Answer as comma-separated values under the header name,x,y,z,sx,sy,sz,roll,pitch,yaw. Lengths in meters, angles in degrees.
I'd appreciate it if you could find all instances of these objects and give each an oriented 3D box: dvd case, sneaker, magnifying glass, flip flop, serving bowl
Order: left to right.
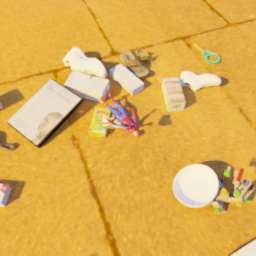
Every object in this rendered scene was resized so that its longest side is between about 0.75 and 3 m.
name,x,y,z,sx,sy,sz,roll,pitch,yaw
dvd case,-3.479,-0.692,11.832,1.973,0.243,2.766,33,71,22
sneaker,-2.069,-2.905,13.416,2.627,0.924,1.053,33,68,29
sneaker,-0.403,-0.210,9.749,1.059,0.397,0.477,4,83,-39
flip flop,0.273,-3.202,13.705,0.864,0.613,2.130,-22,57,-15
serving bowl,2.395,2.088,9.814,1.575,0.518,1.575,-16,50,19
sneaker,3.303,-2.040,12.943,1.845,0.694,0.816,10,66,15
magnifying glass,3.987,-3.828,14.427,0.691,0.195,1.737,-31,59,-20

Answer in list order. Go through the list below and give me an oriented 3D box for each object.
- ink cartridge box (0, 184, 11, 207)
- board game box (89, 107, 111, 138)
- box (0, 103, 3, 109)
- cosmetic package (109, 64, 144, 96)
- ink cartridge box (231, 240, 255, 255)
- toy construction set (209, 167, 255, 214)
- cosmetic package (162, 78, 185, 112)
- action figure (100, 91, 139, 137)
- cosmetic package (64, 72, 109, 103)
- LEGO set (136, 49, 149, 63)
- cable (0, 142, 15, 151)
name,x,y,z,sx,sy,sz,roll,pitch,yaw
ink cartridge box,-4.734,2.340,9.861,0.947,0.396,0.683,6,55,5
board game box,-1.171,-0.251,11.769,0.676,0.317,1.330,7,55,5
box,-6.512,-0.854,11.936,1.915,0.745,0.909,-33,61,-21
cosmetic package,-0.089,-2.267,13.144,0.706,0.433,1.710,-33,61,-21
ink cartridge box,3.598,4.187,8.433,1.344,0.561,0.976,-23,58,-16
toy construction set,3.378,2.211,9.280,1.418,1.700,1.306,18,61,23
cosmetic package,2.003,-1.493,12.468,0.749,0.633,1.450,-7,55,-5
action figure,-0.227,-0.621,11.417,0.741,1.125,2.272,-34,78,-21
cosmetic package,-1.852,-1.865,12.719,1.831,0.678,0.931,15,55,9
LEGO set,0.746,-3.648,14.040,0.792,0.609,0.459,15,72,19
cable,-5.184,0.624,11.127,1.359,0.342,0.660,23,58,16
